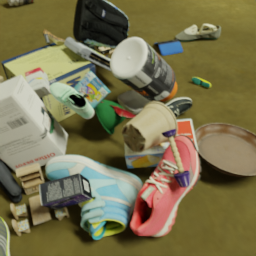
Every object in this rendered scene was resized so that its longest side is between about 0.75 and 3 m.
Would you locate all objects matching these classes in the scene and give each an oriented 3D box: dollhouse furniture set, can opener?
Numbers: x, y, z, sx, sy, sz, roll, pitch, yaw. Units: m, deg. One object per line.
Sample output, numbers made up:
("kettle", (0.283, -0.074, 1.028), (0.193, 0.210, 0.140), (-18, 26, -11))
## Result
("dollhouse furniture set", (-2.599, 1.930, 7.898), (1.412, 1.000, 1.537), (-17, 47, -16))
("can opener", (-4.012, 1.264, 8.698), (1.019, 0.822, 2.593), (-31, 52, -26))

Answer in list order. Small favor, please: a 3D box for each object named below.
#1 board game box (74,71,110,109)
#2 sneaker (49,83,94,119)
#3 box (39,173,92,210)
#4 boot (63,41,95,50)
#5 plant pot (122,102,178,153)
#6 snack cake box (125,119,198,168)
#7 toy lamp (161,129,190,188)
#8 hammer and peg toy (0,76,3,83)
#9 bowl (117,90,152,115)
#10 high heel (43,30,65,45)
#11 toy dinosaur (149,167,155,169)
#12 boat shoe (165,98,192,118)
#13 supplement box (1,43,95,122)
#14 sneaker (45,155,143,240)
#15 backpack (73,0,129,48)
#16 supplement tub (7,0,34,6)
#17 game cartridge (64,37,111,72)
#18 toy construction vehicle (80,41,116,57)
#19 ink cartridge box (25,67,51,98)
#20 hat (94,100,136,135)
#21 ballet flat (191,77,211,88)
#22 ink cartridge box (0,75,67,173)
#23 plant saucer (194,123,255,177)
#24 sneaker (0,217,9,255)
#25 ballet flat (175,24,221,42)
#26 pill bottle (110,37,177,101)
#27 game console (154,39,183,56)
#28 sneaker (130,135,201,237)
("board game box", (-1.312, -1.076, 9.104), (0.915, 1.212, 0.284), (46, 23, -1))
("sneaker", (-1.608, -0.908, 7.673), (1.530, 0.902, 0.563), (35, 77, 12))
("box", (-1.562, 1.626, 7.088), (1.077, 0.797, 0.562), (-18, 64, 5))
("boot", (-2.556, -3.671, 13.753), (1.915, 0.865, 2.337), (-4, 45, -12))
("plant pot", (0.471, 0.063, 7.250), (1.202, 1.202, 1.101), (33, 44, 29))
("snack cake box", (0.936, 0.464, 8.320), (2.050, 0.689, 1.179), (-5, 48, 5))
("toy lamp", (1.144, 0.722, 6.588), (0.399, 0.399, 1.372), (-16, 89, -16))
("hammer and peg toy", (-6.644, -1.456, 11.375), (2.006, 0.962, 2.728), (14, 46, 12))
("bowl", (0.245, -0.993, 11.192), (1.149, 0.430, 1.151), (-25, 54, -31))
("high heel", (-2.981, -3.714, 11.374), (0.892, 0.319, 0.636), (-11, 75, -35))
("toy dinosaur", (0.749, 0.816, 9.062), (0.657, 0.872, 1.285), (-34, 19, -15))
("boat shoe", (1.547, -0.553, 10.643), (2.059, 0.779, 0.621), (-20, 46, -3))
("supplement box", (-3.028, -1.806, 11.140), (2.612, 1.754, 2.610), (-33, 53, -29))
("sneaker", (-1.211, 1.920, 7.735), (2.988, 1.188, 1.951), (12, 45, 10))
("backpack", (-1.049, -4.211, 11.463), (2.382, 1.943, 1.832), (4, 9, -32))
("supplement tub", (-7.235, -8.900, 18.748), (1.667, 1.170, 1.170), (-27, 51, -25))
("game cartridge", (-1.395, -2.944, 11.505), (2.351, 0.476, 1.567), (17, 14, -47))
("toy construction vehicle", (-1.444, -4.228, 13.990), (1.797, 0.633, 1.565), (-30, 76, -38))
("ink cartridge box", (-2.888, -1.423, 8.988), (0.551, 0.554, 0.762), (-20, 68, 2))
("hat", (-0.197, -0.665, 9.799), (1.543, 1.452, 1.753), (-25, 73, 14))
("ballet flat", (3.261, -2.018, 12.449), (0.912, 0.305, 0.306), (28, 29, 22))
("ink cartridge box", (-3.283, 0.003, 8.399), (1.874, 2.566, 1.082), (-19, 40, 12))
("plant saucer", (3.401, 0.741, 9.275), (2.594, 0.416, 2.594), (4, 38, -3))
("sneaker", (-3.406, 2.908, 7.000), (0.787, 0.862, 2.129), (-22, 49, -21))
("ballet flat", (3.839, -5.286, 15.353), (2.499, 0.796, 0.842), (-4, 46, -4))
("pill bottle", (0.768, -1.953, 10.406), (1.558, 2.933, 1.558), (-12, 68, 32))
("game console", (2.104, -4.227, 14.769), (1.223, 0.723, 1.044), (-12, 15, -12))
("sneaker", (0.896, 1.519, 7.010), (1.046, 2.838, 1.231), (25, 7, 40))
